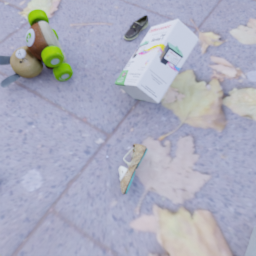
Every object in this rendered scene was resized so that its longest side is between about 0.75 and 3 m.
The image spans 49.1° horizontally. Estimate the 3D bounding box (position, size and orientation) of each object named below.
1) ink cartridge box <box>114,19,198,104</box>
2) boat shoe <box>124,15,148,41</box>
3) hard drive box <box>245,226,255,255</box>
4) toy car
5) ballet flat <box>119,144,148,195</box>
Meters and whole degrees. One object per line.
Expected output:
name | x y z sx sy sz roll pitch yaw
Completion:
ink cartridge box | 0.954 -2.343 10.021 1.128 1.945 2.686 35 85 -26
boat shoe | 0.361 -4.650 12.906 0.596 0.528 1.629 31 63 18
hard drive box | 3.979 4.033 7.170 1.975 0.973 2.534 26 61 15
toy car | -3.948 -2.768 10.961 2.776 2.190 2.280 -24 71 -2
ballet flat | 0.037 1.256 8.969 0.587 0.634 1.797 27 58 2
